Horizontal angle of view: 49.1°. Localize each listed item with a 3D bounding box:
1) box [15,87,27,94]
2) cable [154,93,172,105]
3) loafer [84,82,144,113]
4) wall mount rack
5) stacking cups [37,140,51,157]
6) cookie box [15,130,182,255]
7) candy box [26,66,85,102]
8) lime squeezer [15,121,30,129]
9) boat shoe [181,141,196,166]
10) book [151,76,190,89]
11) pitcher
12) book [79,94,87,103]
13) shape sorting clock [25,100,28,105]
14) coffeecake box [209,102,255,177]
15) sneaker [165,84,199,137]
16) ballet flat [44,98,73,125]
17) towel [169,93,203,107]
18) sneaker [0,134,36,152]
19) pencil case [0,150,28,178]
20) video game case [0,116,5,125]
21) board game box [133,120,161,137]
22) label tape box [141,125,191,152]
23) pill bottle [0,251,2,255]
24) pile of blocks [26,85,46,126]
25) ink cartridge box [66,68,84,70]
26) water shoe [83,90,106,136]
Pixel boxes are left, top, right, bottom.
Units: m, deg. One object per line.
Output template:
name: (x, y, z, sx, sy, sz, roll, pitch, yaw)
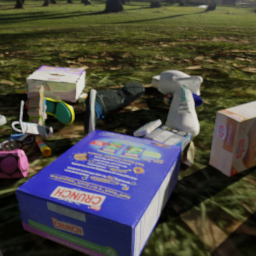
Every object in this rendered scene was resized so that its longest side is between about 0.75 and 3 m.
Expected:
box: (-4.946, -1.790, 13.438, 0.878, 0.220, 0.330, 5, 26, 8)
cable: (1.411, -1.249, 11.369, 0.257, 0.495, 1.020, 6, 12, -39)
loafer: (-0.545, -1.067, 11.465, 2.667, 0.839, 0.958, -21, 63, -23)
wall mount rack: (-2.865, -0.220, 8.568, 1.290, 0.481, 1.121, 11, 38, -41)
stacking cups: (-2.562, 0.595, 8.441, 0.254, 0.254, 0.840, -15, 24, -28)
cookie box: (-0.427, 1.224, 6.033, 2.443, 1.073, 2.856, 10, 27, 23)
candy box: (-3.243, -2.072, 12.947, 2.128, 0.908, 2.537, 6, 24, -3)
lime squeezer: (-3.284, -0.447, 9.659, 0.516, 1.462, 0.276, 36, -12, -24)
boat shoe: (1.728, 0.729, 7.933, 0.275, 0.321, 0.877, 37, 44, -8)
book: (2.445, -2.355, 14.437, 2.108, 0.507, 1.408, -20, 35, -39)
pitcher: (2.088, -1.836, 11.291, 1.704, 1.033, 1.462, 7, -10, 10)
book: (-1.555, -1.312, 12.406, 1.074, 0.258, 0.717, 5, 25, 7)
shape sorting clock: (-3.930, -1.152, 12.119, 0.985, 0.193, 0.985, 0, 25, 0)
coffeecake box: (3.292, 0.208, 7.607, 2.068, 1.587, 0.755, -14, 29, -27)
sneaker: (1.906, -0.731, 9.924, 1.113, 1.309, 2.958, 3, 26, 4)
ballet flat: (-2.549, -0.692, 10.612, 2.186, 0.730, 0.733, 22, 16, 39)
towel: (2.334, -1.377, 12.357, 1.396, 0.468, 1.890, 1, 27, -6)
sneaker: (-3.426, 0.497, 8.424, 0.571, 0.503, 1.282, 4, 17, 31)
pencil case: (-3.424, 0.881, 7.106, 1.675, 0.784, 0.760, 0, 7, -5)
video game case: (-6.049, -0.181, 9.553, 2.624, 0.306, 2.386, 16, 29, 26)
board game box: (0.612, 0.019, 8.871, 0.549, 0.140, 0.816, -16, 13, 42)
label tape box: (1.007, 0.343, 8.646, 1.480, 0.468, 1.067, 20, 32, 35)
pill bottle: (-2.584, 2.184, 4.234, 1.166, 0.645, 0.645, -19, 24, 8)
pile of blocks: (-3.079, -0.570, 9.268, 0.520, 1.672, 0.686, 0, -9, 5)
ink cartridge box: (-3.318, -3.134, 16.177, 1.221, 0.380, 1.517, 5, 21, 11)
water shoe: (-1.030, -0.500, 9.260, 0.709, 0.643, 1.798, 14, 56, -23)
